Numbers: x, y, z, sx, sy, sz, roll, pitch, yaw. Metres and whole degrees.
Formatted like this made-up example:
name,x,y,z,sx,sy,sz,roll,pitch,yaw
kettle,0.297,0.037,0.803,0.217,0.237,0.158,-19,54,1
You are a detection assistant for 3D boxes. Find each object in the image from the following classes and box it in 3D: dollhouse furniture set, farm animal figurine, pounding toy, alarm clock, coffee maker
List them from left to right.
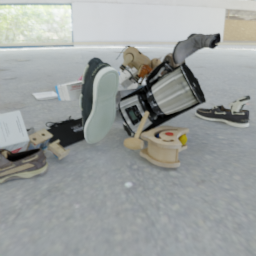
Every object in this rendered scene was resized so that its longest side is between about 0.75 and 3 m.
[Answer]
name,x,y,z,sx,sy,sz,roll,pitch,yaw
dollhouse furniture set,-2.521,0.733,8.488,1.097,0.773,0.769,37,32,11
farm animal figurine,0.979,-2.537,12.566,2.201,1.370,2.725,32,-1,28
coffee maker,1.235,-0.862,9.680,2.580,1.738,2.478,-27,-23,21
pounding toy,1.117,0.267,8.372,1.378,1.383,2.410,15,21,36
alarm clock,2.118,-2.977,13.166,0.739,2.221,1.498,3,29,-21

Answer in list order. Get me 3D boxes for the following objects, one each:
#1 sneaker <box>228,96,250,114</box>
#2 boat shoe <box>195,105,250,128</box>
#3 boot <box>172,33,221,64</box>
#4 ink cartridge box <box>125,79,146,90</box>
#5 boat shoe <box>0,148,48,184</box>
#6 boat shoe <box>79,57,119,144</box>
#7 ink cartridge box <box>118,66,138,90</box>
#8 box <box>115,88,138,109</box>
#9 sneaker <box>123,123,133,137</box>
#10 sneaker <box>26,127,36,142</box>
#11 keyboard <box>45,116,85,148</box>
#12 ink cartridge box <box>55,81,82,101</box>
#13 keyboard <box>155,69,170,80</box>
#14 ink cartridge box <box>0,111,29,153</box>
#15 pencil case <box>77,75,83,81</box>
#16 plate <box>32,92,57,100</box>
name,x,y,z,sx,sy,sz,roll,pitch,yaw
sneaker,3.373,-0.692,8.392,0.335,0.363,0.908,-10,-14,-14
boat shoe,3.928,-0.619,11.782,2.310,0.697,0.853,19,28,41
boot,1.869,-2.213,7.602,0.904,0.479,1.373,15,55,43
ink cartridge box,0.772,-2.429,16.520,1.743,0.749,1.277,2,21,9
boat shoe,-3.296,0.954,7.465,2.211,0.811,0.824,-9,23,-23
boat shoe,-0.968,-0.763,8.661,1.107,2.928,0.883,-16,50,-37
ink cartridge box,0.048,-2.450,12.923,1.135,0.478,0.820,-36,46,7
box,-0.140,-1.247,12.415,1.759,0.537,2.221,-11,-1,-20
sneaker,0.214,0.007,10.569,0.628,0.435,1.040,-14,22,-10
sneaker,-3.892,0.211,9.813,1.322,0.542,0.494,-7,22,-18
keyboard,-2.007,0.125,10.474,1.351,0.515,2.597,39,36,24
ink cartridge box,-1.758,-1.279,9.519,0.961,0.553,1.659,-17,14,-27
keyboard,1.765,-2.111,12.236,1.758,1.117,0.181,-4,22,-27
ink cartridge box,-4.185,0.400,7.809,2.272,0.941,1.656,-16,-6,-35
pencil case,-2.034,-2.398,13.264,0.800,0.331,0.346,-40,6,23
plate,-4.589,-1.764,15.532,1.196,0.193,1.193,-11,24,-27
